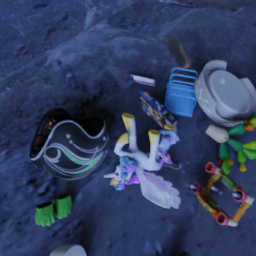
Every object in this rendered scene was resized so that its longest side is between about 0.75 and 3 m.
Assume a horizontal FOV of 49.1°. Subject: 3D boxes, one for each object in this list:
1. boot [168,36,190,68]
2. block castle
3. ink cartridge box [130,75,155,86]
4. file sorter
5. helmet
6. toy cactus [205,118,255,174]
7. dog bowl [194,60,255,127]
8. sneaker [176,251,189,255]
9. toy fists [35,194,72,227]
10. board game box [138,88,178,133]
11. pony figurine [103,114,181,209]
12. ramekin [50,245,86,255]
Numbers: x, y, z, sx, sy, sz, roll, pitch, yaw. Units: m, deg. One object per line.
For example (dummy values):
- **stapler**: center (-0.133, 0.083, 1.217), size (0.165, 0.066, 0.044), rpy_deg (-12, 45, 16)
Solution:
- **boot**: center (1.873, -2.740, 10.240), size (0.495, 0.483, 1.311), rpy_deg (-3, 67, -47)
- **block castle**: center (2.719, 1.970, 8.443), size (0.840, 1.196, 1.790), rpy_deg (24, 15, -27)
- **ink cartridge box**: center (0.631, -2.133, 12.592), size (1.151, 0.545, 0.213), rpy_deg (16, 90, 11)
- **file sorter**: center (2.230, -1.523, 11.726), size (1.196, 1.057, 1.724), rpy_deg (11, 53, 4)
- **helmet**: center (-1.819, 0.553, 9.336), size (2.274, 2.385, 2.385), rpy_deg (26, 43, -31)
- **toy cactus**: center (3.641, 0.440, 9.788), size (1.838, 2.228, 1.139), rpy_deg (32, 19, 15)
- **dog bowl**: center (3.869, -1.303, 11.117), size (2.830, 0.830, 2.830), rpy_deg (14, 56, -22)
- **sneaker**: center (1.320, 4.006, 7.647), size (1.289, 0.583, 0.429), rpy_deg (-50, 25, -17)
- **toy fists**: center (-2.286, 2.545, 8.648), size (0.454, 0.672, 1.319), rpy_deg (5, 13, 37)
- **board game box**: center (1.154, -0.559, 10.789), size (0.319, 1.251, 1.846), rpy_deg (-39, 65, -11)
- **pony figurine**: center (0.627, 1.088, 8.988), size (2.580, 2.672, 2.225), rpy_deg (14, 31, 0)
- **ramekin**: center (-1.666, 3.728, 7.416), size (0.580, 1.245, 1.245), rpy_deg (-4, 48, 25)
